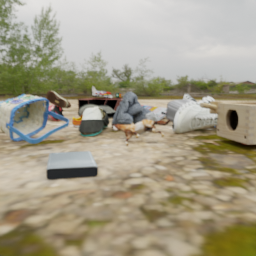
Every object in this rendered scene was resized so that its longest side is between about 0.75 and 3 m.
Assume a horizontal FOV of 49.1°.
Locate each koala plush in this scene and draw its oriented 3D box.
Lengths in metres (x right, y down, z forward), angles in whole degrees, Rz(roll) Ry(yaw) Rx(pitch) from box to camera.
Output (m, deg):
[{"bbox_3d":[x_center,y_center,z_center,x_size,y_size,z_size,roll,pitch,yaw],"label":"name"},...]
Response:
[{"bbox_3d":[0.366,-0.474,10.302,1.488,1.367,1.319,23,-13,-13],"label":"koala plush"}]

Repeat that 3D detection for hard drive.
[{"bbox_3d":[-1.049,0.662,5.173,0.836,0.197,1.198,-2,8,-13],"label":"hard drive"}]

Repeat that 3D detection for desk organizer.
[{"bbox_3d":[-1.655,-1.255,16.829,2.911,1.044,1.121,6,12,39],"label":"desk organizer"}]

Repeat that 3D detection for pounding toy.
[{"bbox_3d":[3.042,-0.164,7.923,2.155,1.122,2.453,-1,8,-11],"label":"pounding toy"}]

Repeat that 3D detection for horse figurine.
[{"bbox_3d":[0.378,0.045,7.808,1.552,0.387,1.029,-16,25,-8],"label":"horse figurine"}]

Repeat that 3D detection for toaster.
[{"bbox_3d":[2.381,-0.614,11.687,1.743,0.991,1.126,-1,16,-23],"label":"toaster"}]

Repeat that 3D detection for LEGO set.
[{"bbox_3d":[-1.117,-2.063,17.575,2.161,0.710,2.893,4,1,-3],"label":"LEGO set"}]

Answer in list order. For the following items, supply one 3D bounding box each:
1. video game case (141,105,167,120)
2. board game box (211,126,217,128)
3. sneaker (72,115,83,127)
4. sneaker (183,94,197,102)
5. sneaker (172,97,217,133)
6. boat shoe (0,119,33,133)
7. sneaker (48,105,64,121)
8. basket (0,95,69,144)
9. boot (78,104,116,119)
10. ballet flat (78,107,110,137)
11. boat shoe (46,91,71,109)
[{"bbox_3d":[1.184,-0.868,15.148,1.994,0.174,1.425,11,27,32],"label":"video game case"},{"bbox_3d":[3.911,-0.428,11.653,1.126,0.684,1.413,-1,7,-6],"label":"board game box"},{"bbox_3d":[-1.665,-0.317,11.407,1.221,0.471,0.446,-8,19,-29],"label":"sneaker"},{"bbox_3d":[2.902,-0.823,13.561,2.096,1.210,0.786,24,23,-50],"label":"sneaker"},{"bbox_3d":[2.597,-0.404,9.958,2.602,0.978,1.054,-24,42,-35],"label":"sneaker"},{"bbox_3d":[-3.975,-0.134,10.188,0.469,0.549,1.497,43,38,22],"label":"boat shoe"},{"bbox_3d":[-3.804,-0.652,14.083,0.954,0.811,2.200,-33,19,0],"label":"sneaker"},{"bbox_3d":[-2.820,-0.221,8.094,1.755,1.220,1.547,28,31,16],"label":"basket"},{"bbox_3d":[-1.556,-0.820,14.984,2.017,0.683,1.317,-7,19,-28],"label":"boot"},{"bbox_3d":[-1.231,-0.295,9.961,0.859,0.864,2.526,-3,7,5],"label":"ballet flat"},{"bbox_3d":[-3.484,-1.358,14.105,1.620,0.598,0.599,35,13,32],"label":"boat shoe"}]
